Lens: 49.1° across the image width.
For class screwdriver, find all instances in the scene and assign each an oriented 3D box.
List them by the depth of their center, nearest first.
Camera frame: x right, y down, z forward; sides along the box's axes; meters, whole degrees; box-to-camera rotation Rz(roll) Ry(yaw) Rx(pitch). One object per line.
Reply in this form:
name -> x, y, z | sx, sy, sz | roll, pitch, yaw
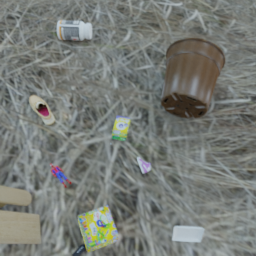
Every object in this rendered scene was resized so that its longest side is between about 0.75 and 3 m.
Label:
screwdriver -> -1.229, 3.803, 9.584 | 1.645, 0.229, 0.239 | -38, 37, -23

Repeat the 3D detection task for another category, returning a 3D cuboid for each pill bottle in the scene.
pill bottle -> -2.764, -5.035, 14.523 | 1.670, 0.972, 0.972 | 4, 59, 2

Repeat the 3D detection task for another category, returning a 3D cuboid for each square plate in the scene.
square plate -> 1.943, 3.465, 9.178 | 0.967, 0.958, 0.138 | 1, 44, 5

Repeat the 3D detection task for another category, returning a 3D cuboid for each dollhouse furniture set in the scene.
dollhouse furniture set -> -4.857, 3.134, 9.831 | 2.628, 2.141, 2.499 | -30, 56, 23

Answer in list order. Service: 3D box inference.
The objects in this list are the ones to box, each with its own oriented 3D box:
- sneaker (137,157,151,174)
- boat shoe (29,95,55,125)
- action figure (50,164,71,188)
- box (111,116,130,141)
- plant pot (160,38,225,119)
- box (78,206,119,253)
sneaker -> 0.640, 1.405, 10.899 | 0.440, 0.280, 0.773 | -24, 49, -1
boat shoe -> -3.788, -0.905, 12.206 | 0.651, 0.610, 1.765 | -36, 65, -20
action figure -> -2.657, 1.785, 10.778 | 0.377, 0.297, 1.151 | -40, 64, -19
box -> -0.307, 0.027, 11.854 | 0.629, 0.259, 1.071 | 9, 61, 6
plant pot -> 2.582, -1.955, 11.874 | 2.595, 2.595, 2.569 | 14, 67, 9
box -> -1.023, 3.397, 9.441 | 1.080, 0.684, 1.122 | -14, 59, -17
